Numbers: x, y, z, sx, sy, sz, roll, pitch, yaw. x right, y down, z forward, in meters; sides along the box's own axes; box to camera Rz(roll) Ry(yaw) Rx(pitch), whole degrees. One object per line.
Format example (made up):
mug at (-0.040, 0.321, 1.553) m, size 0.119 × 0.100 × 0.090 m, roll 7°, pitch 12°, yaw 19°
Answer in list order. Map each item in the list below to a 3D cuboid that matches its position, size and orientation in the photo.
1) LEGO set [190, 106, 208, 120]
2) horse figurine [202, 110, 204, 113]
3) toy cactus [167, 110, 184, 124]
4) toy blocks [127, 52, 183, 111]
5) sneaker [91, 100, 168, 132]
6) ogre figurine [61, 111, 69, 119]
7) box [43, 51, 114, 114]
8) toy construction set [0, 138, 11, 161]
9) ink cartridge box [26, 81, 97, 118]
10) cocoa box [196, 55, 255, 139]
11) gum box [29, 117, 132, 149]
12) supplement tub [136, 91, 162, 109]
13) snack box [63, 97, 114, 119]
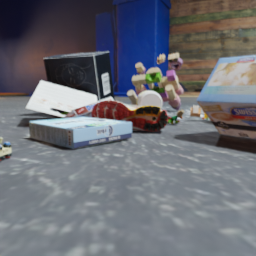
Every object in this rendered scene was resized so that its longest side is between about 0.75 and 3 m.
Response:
LEGO set at (3.523, -0.669, 10.514) m, size 2.357 × 1.084 × 0.877 m, roll -26°, pitch -17°, yaw 7°
horse figurine at (3.839, -0.837, 12.863) m, size 0.988 × 0.372 × 1.492 m, roll -19°, pitch 21°, yaw -12°
toy cactus at (1.610, -0.405, 9.349) m, size 0.850 × 0.434 × 0.701 m, roll -13°, pitch -22°, yaw -37°
toy blocks at (1.749, -2.142, 15.605) m, size 2.733 × 2.925 × 2.462 m, roll -5°, pitch -37°, yaw 25°
sneaker at (0.026, -0.260, 7.975) m, size 2.230 × 0.868 × 0.916 m, roll 9°, pitch 1°, yaw 10°
ogre figurine at (-1.979, -0.363, 9.633) m, size 0.585 × 0.479 × 0.976 m, roll 15°, pitch 15°, yaw -32°
box at (-2.137, -2.006, 12.620) m, size 2.542 × 2.586 × 1.602 m, roll 2°, pitch 21°, yaw 21°
toy construction set at (-2.324, 0.363, 4.646) m, size 0.612 × 0.430 × 0.933 m, roll 0°, pitch 19°, yaw 4°
ink cartridge box at (-2.295, -0.723, 10.191) m, size 2.348 × 0.726 × 2.895 m, roll 14°, pitch 26°, yaw -14°
cocoa box at (2.951, -0.683, 6.290) m, size 2.134 × 1.423 × 1.400 m, roll 10°, pitch -27°, yaw 51°
gum box at (-1.150, 0.050, 6.633) m, size 1.624 × 0.426 × 1.912 m, roll -8°, pitch 11°, yaw -43°
supplement tub at (0.925, -1.095, 12.412) m, size 1.081 × 1.081 × 1.491 m, roll 0°, pitch 9°, yaw -2°
snack box at (-1.234, -0.504, 8.761) m, size 0.758 × 0.256 × 2.109 m, roll -35°, pitch -2°, yaw 31°
